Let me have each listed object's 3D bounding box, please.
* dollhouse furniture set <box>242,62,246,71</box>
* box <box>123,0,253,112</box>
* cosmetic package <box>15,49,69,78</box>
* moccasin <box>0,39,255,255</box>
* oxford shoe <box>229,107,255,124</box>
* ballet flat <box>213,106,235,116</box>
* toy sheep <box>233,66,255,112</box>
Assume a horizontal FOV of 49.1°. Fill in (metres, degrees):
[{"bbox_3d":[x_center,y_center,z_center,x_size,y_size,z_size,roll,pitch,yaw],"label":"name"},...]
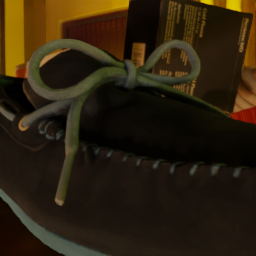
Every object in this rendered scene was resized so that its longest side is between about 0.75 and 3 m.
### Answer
[{"bbox_3d":[4.500,-1.400,9.809,2.598,1.820,1.831,5,-10,30],"label":"dollhouse furniture set"},{"bbox_3d":[1.257,-1.404,6.540,2.487,2.731,1.422,-1,17,-27],"label":"box"},{"bbox_3d":[-1.476,-0.660,5.897,1.032,1.469,2.897,3,2,-39],"label":"cosmetic package"},{"bbox_3d":[-0.323,-0.021,1.727,2.990,1.019,1.203,4,6,38],"label":"moccasin"},{"bbox_3d":[2.469,0.012,4.775,1.637,0.583,0.594,0,-29,7],"label":"oxford shoe"},{"bbox_3d":[2.034,-0.118,5.698,1.364,0.463,0.513,16,20,-13],"label":"ballet flat"},{"bbox_3d":[3.585,-0.919,8.252,1.652,2.397,1.652,13,45,-13],"label":"toy sheep"}]
